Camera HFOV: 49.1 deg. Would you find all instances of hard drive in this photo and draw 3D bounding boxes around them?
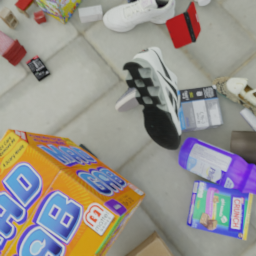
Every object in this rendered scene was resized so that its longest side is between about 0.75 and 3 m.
[{"bbox_3d":[5.085,-0.197,10.023,1.224,0.235,1.856,-37,82,-5],"label":"hard drive"},{"bbox_3d":[-1.552,1.003,9.872,0.780,0.128,0.544,40,82,6],"label":"hard drive"}]

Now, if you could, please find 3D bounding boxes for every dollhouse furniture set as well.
[{"bbox_3d":[-4.062,-3.736,10.228,1.393,1.053,2.589,35,82,6],"label":"dollhouse furniture set"}]

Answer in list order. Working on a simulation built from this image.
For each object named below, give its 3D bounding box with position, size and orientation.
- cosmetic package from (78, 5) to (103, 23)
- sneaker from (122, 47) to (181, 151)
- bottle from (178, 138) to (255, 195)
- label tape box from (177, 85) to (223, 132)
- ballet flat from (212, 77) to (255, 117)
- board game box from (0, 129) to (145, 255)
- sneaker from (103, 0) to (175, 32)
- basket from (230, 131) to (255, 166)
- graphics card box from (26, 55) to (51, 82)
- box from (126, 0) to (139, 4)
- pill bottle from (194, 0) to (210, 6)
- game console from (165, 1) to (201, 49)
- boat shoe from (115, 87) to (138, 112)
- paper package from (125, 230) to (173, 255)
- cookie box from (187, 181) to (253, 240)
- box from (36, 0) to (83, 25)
[{"bbox_3d":[-1.410,-4.313,10.634,0.865,0.466,0.367,-8,81,-3],"label":"cosmetic package"},{"bbox_3d":[0.975,-0.740,7.505,1.105,2.981,1.319,9,44,39],"label":"sneaker"},{"bbox_3d":[3.066,1.307,8.898,2.919,1.219,0.953,24,63,22],"label":"bottle"},{"bbox_3d":[2.178,-0.621,9.904,1.976,0.626,1.425,-8,80,-2],"label":"label tape box"},{"bbox_3d":[4.169,-1.141,9.680,2.594,0.977,0.880,40,75,13],"label":"ballet flat"},{"bbox_3d":[-1.766,2.135,6.790,2.927,2.927,2.929,34,92,14],"label":"board game box"},{"bbox_3d":[0.390,-4.350,10.196,2.716,1.353,1.017,-13,81,-1],"label":"sneaker"},{"bbox_3d":[4.353,0.693,9.204,1.875,1.691,1.275,5,79,20],"label":"basket"},{"bbox_3d":[-3.337,-2.200,10.387,0.538,0.218,0.858,-36,81,-6],"label":"graphics card box"},{"bbox_3d":[0.793,-5.919,10.359,2.340,1.546,1.342,-28,81,-5],"label":"box"},{"bbox_3d":[2.733,-5.372,10.683,0.735,0.735,1.327,-13,81,-2],"label":"pill bottle"},{"bbox_3d":[1.781,-3.251,8.917,0.659,1.110,0.956,8,57,34],"label":"game console"},{"bbox_3d":[0.274,-1.509,10.070,2.175,0.812,1.008,-34,69,-8],"label":"boat shoe"},{"bbox_3d":[0.755,4.653,8.796,1.836,0.997,1.927,-36,83,-6],"label":"paper package"},{"bbox_3d":[3.026,2.700,9.287,1.812,0.681,1.550,13,79,1],"label":"cookie box"},{"bbox_3d":[-2.398,-5.175,10.098,1.143,1.805,1.874,32,81,5],"label":"box"}]
